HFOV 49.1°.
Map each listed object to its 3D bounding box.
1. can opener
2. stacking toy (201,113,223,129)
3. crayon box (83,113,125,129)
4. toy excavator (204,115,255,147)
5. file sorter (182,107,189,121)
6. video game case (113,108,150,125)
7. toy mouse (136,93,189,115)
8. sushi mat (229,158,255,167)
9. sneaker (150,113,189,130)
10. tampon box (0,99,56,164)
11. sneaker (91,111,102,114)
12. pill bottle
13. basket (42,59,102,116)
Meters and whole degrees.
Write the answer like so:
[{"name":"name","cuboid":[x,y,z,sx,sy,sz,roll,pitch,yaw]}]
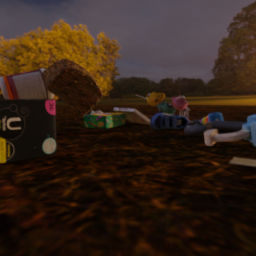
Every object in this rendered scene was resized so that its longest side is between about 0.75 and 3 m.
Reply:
[{"name":"can opener","cuboid":[3.388,0.152,10.740,2.426,0.647,0.811,4,40,29]},{"name":"stacking toy","cuboid":[3.832,-0.255,13.517,0.839,0.794,1.446,-6,-4,-23]},{"name":"crayon box","cuboid":[-1.167,-0.403,14.440,1.286,0.631,2.166,3,7,25]},{"name":"toy excavator","cuboid":[3.816,0.139,8.683,2.227,1.112,2.165,-14,12,-29]},{"name":"file sorter","cuboid":[2.823,-0.773,16.360,1.061,0.953,1.530,4,7,30]},{"name":"video game case","cuboid":[0.264,-0.636,15.325,1.489,0.187,2.079,33,-12,-31]},{"name":"toy mouse","cuboid":[1.889,-0.953,12.312,2.238,0.487,2.518,21,-12,-34]},{"name":"sushi mat","cuboid":[2.945,0.819,6.388,1.159,0.070,0.554,5,8,34]},{"name":"sneaker","cuboid":[1.957,-0.298,13.123,2.089,0.773,0.859,-5,10,-32]},{"name":"tampon box","cuboid":[-2.985,0.017,7.060,1.251,1.486,1.982,6,9,41]},{"name":"sneaker","cuboid":[-1.904,-0.885,19.032,1.377,0.556,0.527,2,5,11]},{"name":"pill bottle","cuboid":[-3.994,-1.727,11.884,2.514,1.377,1.377,-17,13,-22]},{"name":"basket","cuboid":[-2.014,-1.676,10.418,1.954,1.394,1.455,39,10,-35]}]
